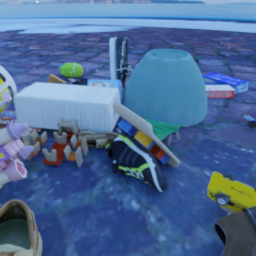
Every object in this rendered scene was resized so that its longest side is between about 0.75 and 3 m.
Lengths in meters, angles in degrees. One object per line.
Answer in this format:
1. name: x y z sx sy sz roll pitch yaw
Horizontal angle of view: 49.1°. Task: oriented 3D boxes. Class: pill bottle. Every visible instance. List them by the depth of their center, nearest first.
1. pill bottle: -4.512 -0.513 7.490 1.628 1.628 2.896 9 42 18

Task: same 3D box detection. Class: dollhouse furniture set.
1. dollhouse furniture set: -1.711 0.438 7.225 1.418 0.730 1.403 5 38 11

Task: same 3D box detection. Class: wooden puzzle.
1. wooden puzzle: 0.352 0.232 6.620 0.379 1.637 1.516 -46 43 -6

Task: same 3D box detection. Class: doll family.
1. doll family: 4.058 -0.174 8.576 1.074 0.421 0.621 -9 32 -7

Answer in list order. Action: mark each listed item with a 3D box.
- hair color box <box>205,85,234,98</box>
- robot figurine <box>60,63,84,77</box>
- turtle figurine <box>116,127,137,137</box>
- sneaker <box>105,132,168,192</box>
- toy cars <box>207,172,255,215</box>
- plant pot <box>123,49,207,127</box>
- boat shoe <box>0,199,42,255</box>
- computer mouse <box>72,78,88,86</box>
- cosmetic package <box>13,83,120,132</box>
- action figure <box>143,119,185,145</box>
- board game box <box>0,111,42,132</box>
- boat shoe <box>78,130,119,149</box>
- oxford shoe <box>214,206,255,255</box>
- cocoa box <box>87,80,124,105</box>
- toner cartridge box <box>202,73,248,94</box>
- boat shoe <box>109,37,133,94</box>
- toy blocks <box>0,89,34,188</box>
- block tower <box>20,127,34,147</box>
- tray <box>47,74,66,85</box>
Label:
1. hair color box: 3.540 -1.438 11.120 1.118 0.357 0.620 0 27 -2
2. robot figurine: -2.689 -2.768 13.454 1.116 0.646 0.979 7 25 15
3. turtle figurine: -0.009 0.029 7.807 0.590 0.877 1.171 17 34 -6
4. sneaker: 0.098 0.884 6.342 0.879 0.761 2.122 -34 34 -8
5. toy cars: 2.686 1.327 5.378 2.562 0.567 1.149 -3 42 -15
6. plant pot: 1.271 -1.520 9.392 2.907 1.958 2.907 0 29 0
7. boat shoe: -1.616 1.933 3.496 1.011 0.987 2.673 -3 23 -16
8. computer mouse: -2.271 -1.623 11.596 0.550 0.319 1.875 34 42 23
9. cosmetic package: -1.737 -0.619 8.332 2.775 1.027 1.411 5 26 10
10. action figure: 0.698 0.033 8.051 1.010 0.467 1.709 -20 26 -32
11. board game box: -3.864 -0.207 8.793 2.411 0.234 1.241 -2 28 -4
12. boat shoe: -0.775 0.358 7.514 1.167 0.441 0.431 4 49 -3
13. oxford shoe: 1.701 2.140 3.611 1.041 0.896 2.467 -16 24 8
14. cocoa box: -0.801 -1.171 9.719 1.162 0.775 0.762 2 -15 8
15. toner cartridge box: 4.116 -1.946 12.085 0.865 0.393 1.821 -19 32 -31
16. boat shoe: -0.212 -2.280 10.649 0.768 2.248 0.830 0 8 14
17. toy blocks: -2.564 0.437 5.276 1.659 1.842 1.971 -25 30 0
18. block tower: -3.400 0.559 6.828 2.194 0.634 0.593 -21 33 -33
19. tray: -2.965 -1.873 11.636 0.817 0.403 0.151 30 29 13
